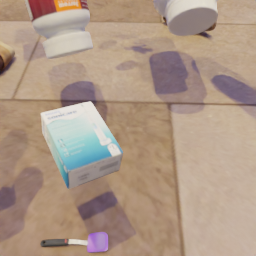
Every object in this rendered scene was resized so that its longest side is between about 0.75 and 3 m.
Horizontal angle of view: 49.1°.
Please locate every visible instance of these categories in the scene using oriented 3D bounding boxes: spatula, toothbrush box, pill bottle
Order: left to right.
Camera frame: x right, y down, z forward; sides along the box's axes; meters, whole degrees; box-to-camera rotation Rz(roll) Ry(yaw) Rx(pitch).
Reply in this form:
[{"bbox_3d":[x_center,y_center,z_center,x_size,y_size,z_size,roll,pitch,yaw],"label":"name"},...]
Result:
[{"bbox_3d":[-1.474,-2.613,5.718,1.200,2.190,1.200,-13,14,3],"label":"pill bottle"},{"bbox_3d":[-1.010,2.147,5.261,1.281,0.132,0.362,0,48,0],"label":"spatula"},{"bbox_3d":[-0.672,0.195,3.920,0.780,0.454,1.065,-18,55,-26],"label":"toothbrush box"},{"bbox_3d":[1.216,-3.561,6.294,1.497,1.497,2.741,-6,77,-5],"label":"pill bottle"}]

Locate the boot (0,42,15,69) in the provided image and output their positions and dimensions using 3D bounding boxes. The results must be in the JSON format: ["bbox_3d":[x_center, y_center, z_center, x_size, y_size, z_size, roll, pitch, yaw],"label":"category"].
[{"bbox_3d":[-4.933,-2.247,8.466,2.365,0.856,1.967,22,45,10],"label":"boot"}]

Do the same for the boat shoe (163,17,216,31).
[{"bbox_3d":[2.141,-3.815,10.047,2.024,0.767,0.727,28,58,33],"label":"boat shoe"}]
